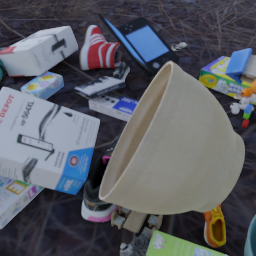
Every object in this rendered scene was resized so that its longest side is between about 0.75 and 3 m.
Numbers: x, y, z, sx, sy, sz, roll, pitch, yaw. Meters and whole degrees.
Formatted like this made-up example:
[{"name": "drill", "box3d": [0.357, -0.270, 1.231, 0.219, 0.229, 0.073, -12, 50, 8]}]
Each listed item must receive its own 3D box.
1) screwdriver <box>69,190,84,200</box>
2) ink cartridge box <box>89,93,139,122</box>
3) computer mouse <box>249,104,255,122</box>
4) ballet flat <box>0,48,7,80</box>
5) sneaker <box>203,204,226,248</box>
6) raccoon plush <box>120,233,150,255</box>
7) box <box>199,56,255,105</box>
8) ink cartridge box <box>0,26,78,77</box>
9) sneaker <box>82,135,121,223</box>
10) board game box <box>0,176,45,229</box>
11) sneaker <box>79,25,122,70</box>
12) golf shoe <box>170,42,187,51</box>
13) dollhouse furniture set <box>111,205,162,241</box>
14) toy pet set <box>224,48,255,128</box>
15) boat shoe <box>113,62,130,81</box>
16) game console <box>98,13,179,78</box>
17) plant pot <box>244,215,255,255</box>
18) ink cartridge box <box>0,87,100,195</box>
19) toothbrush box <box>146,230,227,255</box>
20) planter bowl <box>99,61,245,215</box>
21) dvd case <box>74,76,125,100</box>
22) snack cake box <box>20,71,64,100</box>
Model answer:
[{"name": "screwdriver", "box3d": [-1.604, 1.416, 6.588, 1.436, 0.200, 0.209, 10, 71, 21]}, {"name": "ink cartridge box", "box3d": [-0.397, -0.704, 8.871, 1.551, 0.343, 0.729, 19, 44, 22]}, {"name": "computer mouse", "box3d": [4.030, -0.060, 8.235, 0.524, 0.304, 1.788, 4, 43, -22]}, {"name": "ballet flat", "box3d": [-4.942, -2.210, 10.285, 0.908, 0.908, 2.524, 0, 40, 0]}, {"name": "sneaker", "box3d": [1.711, 1.664, 5.572, 0.477, 0.504, 1.307, -3, 65, -12]}, {"name": "raccoon plush", "box3d": [0.259, 2.387, 5.263, 0.869, 0.420, 0.582, 22, 54, 22]}, {"name": "box", "box3d": [4.045, -1.578, 9.600, 2.759, 0.667, 1.618, 31, 48, 31]}, {"name": "ink cartridge box", "box3d": [-3.330, -2.931, 10.659, 1.725, 1.001, 2.391, 4, 37, 31]}, {"name": "sneaker", "box3d": [-0.266, 0.879, 6.456, 1.014, 1.090, 2.524, 11, 42, 11]}, {"name": "board game box", "box3d": [-2.671, 1.040, 6.653, 1.593, 0.405, 2.369, 20, 40, 21]}, {"name": "sneaker", "box3d": [-0.967, -3.298, 11.401, 1.580, 1.000, 2.809, 0, 47, 4]}, {"name": "golf shoe", "box3d": [2.245, -3.530, 12.288, 0.763, 0.294, 0.336, -14, 64, -14]}, {"name": "dollhouse furniture set", "box3d": [0.274, 1.651, 5.852, 0.923, 0.700, 1.053, 18, 43, 20]}, {"name": "toy pet set", "box3d": [3.071, -1.171, 7.690, 1.071, 2.017, 1.883, 22, 86, 22]}, {"name": "boat shoe", "box3d": [-0.324, -1.891, 9.924, 0.454, 0.429, 1.266, -9, 41, 40]}, {"name": "game console", "box3d": [0.437, -3.123, 9.793, 2.135, 1.413, 2.428, -30, 73, -16]}, {"name": "plant pot", "box3d": [2.793, 2.389, 4.535, 1.947, 1.305, 1.947, 0, 41, 0]}, {"name": "ink cartridge box", "box3d": [-1.927, 0.302, 6.114, 2.238, 0.944, 1.634, 19, 54, -15]}, {"name": "toothbrush box", "box3d": [1.022, 2.454, 4.631, 1.482, 1.079, 0.638, 14, 42, 15]}, {"name": "planter bowl", "box3d": [0.834, 0.420, 4.932, 1.746, 2.594, 2.594, 28, 42, -7]}, {"name": "dvd case", "box3d": [-0.973, -1.350, 9.231, 1.228, 0.202, 1.634, -25, 25, -19]}, {"name": "snack cake box", "box3d": [-2.921, -1.412, 9.633, 0.742, 0.434, 1.291, 18, 44, 21]}]
